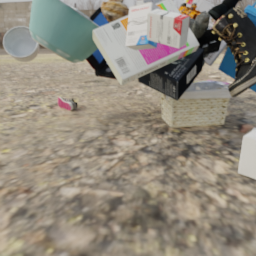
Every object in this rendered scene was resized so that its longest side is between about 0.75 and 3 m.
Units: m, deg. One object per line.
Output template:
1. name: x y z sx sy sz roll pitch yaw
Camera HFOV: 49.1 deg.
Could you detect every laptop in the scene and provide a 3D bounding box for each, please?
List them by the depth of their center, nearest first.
1. laptop: 2.903 -2.911 9.269 0.768 1.488 1.318 23 -9 -28

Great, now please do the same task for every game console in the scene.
1. game console: -0.469 -3.458 11.309 2.434 1.676 2.824 12 50 18

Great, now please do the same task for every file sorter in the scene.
1. file sorter: 4.671 -2.805 9.203 2.037 2.936 1.801 38 72 16

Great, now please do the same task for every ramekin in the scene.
1. ramekin: -3.896 -3.044 10.381 1.244 1.244 0.653 -2 -10 -7

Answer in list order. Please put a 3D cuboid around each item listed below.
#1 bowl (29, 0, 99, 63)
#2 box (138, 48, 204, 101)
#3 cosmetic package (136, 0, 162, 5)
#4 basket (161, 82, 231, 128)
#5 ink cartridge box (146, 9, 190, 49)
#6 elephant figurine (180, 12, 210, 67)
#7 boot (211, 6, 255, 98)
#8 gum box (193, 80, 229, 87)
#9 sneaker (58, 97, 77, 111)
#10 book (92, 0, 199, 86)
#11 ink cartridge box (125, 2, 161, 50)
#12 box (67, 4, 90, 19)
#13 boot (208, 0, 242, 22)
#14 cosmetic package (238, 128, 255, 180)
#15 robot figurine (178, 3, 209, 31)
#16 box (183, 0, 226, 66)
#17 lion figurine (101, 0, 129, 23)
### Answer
1. bowl: -2.076 -3.116 9.115 2.718 1.422 2.718 31 11 -7
2. box: 1.321 -1.929 8.842 1.524 0.961 1.550 29 67 26
3. cosmetic package: 0.918 -5.010 11.674 0.452 0.621 1.222 11 29 45
4. basket: 2.378 -0.865 10.221 2.223 1.371 1.507 -4 19 -8
5. ink cartridge box: 0.755 -1.915 5.389 0.758 0.547 0.317 26 46 29
6. elephant figurine: 1.838 -3.219 9.660 1.970 1.797 2.539 -16 -28 18
7. boot: 2.942 -2.081 7.437 2.527 1.903 0.925 -40 0 -30
8. gum box: 3.590 -1.732 13.593 2.525 0.835 1.433 -17 26 -40
9. sneaker: -2.655 -1.079 12.332 0.539 0.455 1.232 -16 28 -40
10. book: 0.504 -2.397 7.754 2.493 1.666 0.599 -26 -14 -16
11. ink cartridge box: 0.353 -2.373 6.616 0.687 0.950 0.400 8 3 40
12. box: -2.081 -3.290 8.848 1.193 1.199 0.784 34 13 19
13. boot: 2.979 -3.721 8.375 0.510 1.128 1.377 45 25 4
14. cosmetic package: 3.809 0.744 5.970 1.299 1.024 2.413 -18 25 -40
15. robot figurine: 2.350 -3.776 11.420 0.714 2.453 1.778 -19 44 -29
16. box: 3.217 -4.346 12.333 2.670 2.082 0.550 41 23 14
17. lion figurine: 0.099 -3.819 10.646 1.706 1.010 2.786 14 -10 17
